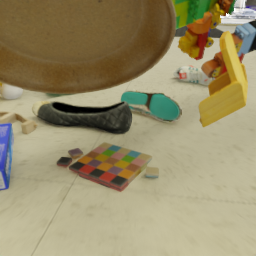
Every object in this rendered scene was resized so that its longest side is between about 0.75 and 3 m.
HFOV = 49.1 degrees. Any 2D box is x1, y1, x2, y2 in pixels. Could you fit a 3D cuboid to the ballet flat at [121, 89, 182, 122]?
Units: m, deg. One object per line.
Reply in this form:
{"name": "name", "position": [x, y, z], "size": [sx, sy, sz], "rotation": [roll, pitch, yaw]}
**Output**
{"name": "ballet flat", "position": [0.738, -0.684, 8.266], "size": [2.125, 0.804, 0.679], "rotation": [23, 6, 33]}

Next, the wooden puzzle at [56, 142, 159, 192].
{"name": "wooden puzzle", "position": [-0.352, 0.743, 5.788], "size": [2.097, 0.147, 1.244], "rotation": [14, 29, 28]}

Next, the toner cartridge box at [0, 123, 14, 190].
{"name": "toner cartridge box", "position": [-2.971, 0.562, 5.801], "size": [1.009, 0.459, 2.124], "rotation": [-6, 26, -16]}

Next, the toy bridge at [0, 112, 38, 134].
{"name": "toy bridge", "position": [-3.333, -0.214, 7.697], "size": [2.029, 0.276, 0.682], "rotation": [9, 26, 18]}

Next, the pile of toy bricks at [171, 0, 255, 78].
{"name": "pile of toy bricks", "position": [0.868, -1.634, 3.597], "size": [1.261, 2.555, 1.418], "rotation": [-23, 57, -12]}

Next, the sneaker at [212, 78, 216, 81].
{"name": "sneaker", "position": [2.415, -1.276, 7.209], "size": [0.759, 0.284, 0.306], "rotation": [-14, 58, -35]}

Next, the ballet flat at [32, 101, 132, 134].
{"name": "ballet flat", "position": [-1.276, -0.487, 7.606], "size": [2.958, 0.840, 0.983], "rotation": [8, 26, 16]}

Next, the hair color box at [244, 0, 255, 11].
{"name": "hair color box", "position": [3.083, -3.155, 5.767], "size": [0.819, 1.381, 2.527], "rotation": [14, 25, 27]}

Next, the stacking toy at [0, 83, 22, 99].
{"name": "stacking toy", "position": [-4.915, -1.414, 9.151], "size": [2.744, 2.005, 2.005], "rotation": [11, 20, -23]}

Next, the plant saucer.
{"name": "plant saucer", "position": [-0.763, -1.175, 3.300], "size": [2.588, 0.458, 2.588], "rotation": [-5, -19, -2]}

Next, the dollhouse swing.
{"name": "dollhouse swing", "position": [1.019, -0.588, 3.285], "size": [0.742, 0.717, 0.816], "rotation": [-32, 10, 34]}

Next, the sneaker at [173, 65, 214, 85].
{"name": "sneaker", "position": [2.613, -2.099, 11.379], "size": [0.912, 0.686, 1.950], "rotation": [-16, 26, -21]}
